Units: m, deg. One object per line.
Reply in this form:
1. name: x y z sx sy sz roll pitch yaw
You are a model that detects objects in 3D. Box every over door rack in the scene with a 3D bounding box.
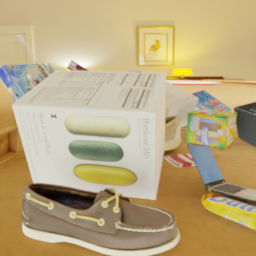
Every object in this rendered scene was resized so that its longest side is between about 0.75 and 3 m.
1. over door rack: -3.629 -1.925 9.598 1.679 2.273 0.757 -44 12 -24

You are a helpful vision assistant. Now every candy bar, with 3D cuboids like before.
1. candy bar: 2.253 1.462 4.150 2.527 0.280 0.630 13 5 44

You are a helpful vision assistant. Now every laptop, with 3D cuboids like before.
1. laptop: 1.929 0.825 5.416 1.327 0.769 1.243 9 1 35

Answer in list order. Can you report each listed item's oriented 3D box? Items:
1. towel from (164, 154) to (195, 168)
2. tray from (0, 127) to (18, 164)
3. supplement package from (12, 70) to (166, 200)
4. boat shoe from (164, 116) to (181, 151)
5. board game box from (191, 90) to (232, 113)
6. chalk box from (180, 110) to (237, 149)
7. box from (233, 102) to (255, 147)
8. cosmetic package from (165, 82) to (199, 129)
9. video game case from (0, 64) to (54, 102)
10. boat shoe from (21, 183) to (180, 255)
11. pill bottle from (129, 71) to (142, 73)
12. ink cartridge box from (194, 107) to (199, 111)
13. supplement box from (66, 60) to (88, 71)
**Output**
1. towel: 1.620 0.830 7.484 1.098 0.125 0.791 -4 13 -18
2. tray: -3.300 0.484 7.213 0.294 0.783 1.587 4 10 0
3. supplement package: -0.570 0.029 5.873 2.552 1.937 1.922 4 30 11
4. boat shoe: 0.148 0.284 7.729 2.988 0.970 1.078 -11 17 -22
5. board game box: 3.837 -1.081 13.201 1.737 0.391 1.321 42 39 24
6. chalk box: 2.555 -0.032 9.201 1.656 1.025 1.030 10 17 35
7. box: 4.823 -0.267 8.953 2.183 1.169 1.620 -14 14 0
8. cosmetic package: 1.113 -0.835 10.324 2.042 1.256 2.036 35 36 28
9. video game case: -4.164 -1.733 13.178 0.659 2.902 2.630 -41 -13 34
10. boat shoe: -0.453 1.268 4.149 2.413 0.718 0.867 3 13 13
11. pill bottle: -0.043 -1.646 11.741 1.383 1.383 2.603 4 16 17
12. ink cartridge box: 3.519 -0.959 14.252 1.500 0.632 1.085 -3 12 -12
13. supplement box: -1.945 -2.413 12.504 0.820 0.459 1.506 37 6 28
